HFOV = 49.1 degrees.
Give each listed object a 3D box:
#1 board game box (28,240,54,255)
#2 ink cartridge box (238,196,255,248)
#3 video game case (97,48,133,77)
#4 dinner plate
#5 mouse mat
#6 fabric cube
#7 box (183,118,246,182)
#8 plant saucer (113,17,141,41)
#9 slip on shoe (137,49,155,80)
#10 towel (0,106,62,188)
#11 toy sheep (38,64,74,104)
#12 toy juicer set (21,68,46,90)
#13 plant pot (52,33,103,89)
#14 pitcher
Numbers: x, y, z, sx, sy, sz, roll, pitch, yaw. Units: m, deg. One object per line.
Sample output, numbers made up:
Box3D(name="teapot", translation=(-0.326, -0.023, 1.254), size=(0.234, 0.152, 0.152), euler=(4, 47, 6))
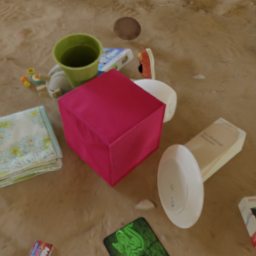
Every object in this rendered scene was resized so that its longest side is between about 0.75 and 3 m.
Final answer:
Box3D(name="board game box", translation=(-2.540, 3.712, 7.743), size=(0.556, 0.105, 1.079), euler=(12, 50, 9))
Box3D(name="ink cartridge box", translation=(4.027, 2.735, 8.284), size=(0.994, 0.565, 1.364), euler=(-5, 49, -4))
Box3D(name="video game case", translation=(-1.117, -3.000, 12.832), size=(2.066, 0.470, 1.873), euler=(16, 49, 39))
Box3D(name="dinner plate", translation=(1.338, 1.657, 8.047), size=(0.286, 2.356, 2.356), euler=(-1, 47, -22))
Box3D(name="mouse mat", translation=(0.298, 3.559, 7.911), size=(1.446, 0.068, 1.798), euler=(-25, 53, -20))
Box3D(name="fabric cube", translation=(-0.519, -0.035, 9.470), size=(2.469, 2.477, 2.430), euler=(38, 58, 26))
Box3D(name="box", translation=(2.786, 0.804, 9.650), size=(2.451, 0.953, 1.164), euler=(-34, 51, -25))
Box3D(name="plant saucer", translation=(-0.037, -5.231, 14.612), size=(1.465, 1.465, 0.268), euler=(4, 57, 3))
Box3D(name="slip on shoe", translation=(0.713, -2.419, 11.566), size=(0.639, 2.088, 0.774), euler=(-18, 65, -1))
Box3D(name="towel", translation=(-3.897, 0.573, 10.027), size=(2.556, 0.719, 2.986), euler=(-17, 51, -17))
Box3D(name="toy sheep", translation=(-2.395, -1.716, 11.247), size=(2.021, 2.021, 2.931), euler=(9, 31, 8))
Box3D(name="toy juicer set", translation=(-4.219, -2.180, 12.690), size=(1.507, 0.410, 0.958), euler=(26, 54, 20))
Box3D(name="plant pot", translation=(-1.615, -2.068, 9.491), size=(1.596, 1.515, 1.596), euler=(1, 60, -1))
Box3D(name="pitcher", translation=(0.569, -1.285, 11.243), size=(2.774, 1.681, 2.380), euler=(14, 39, 26))
